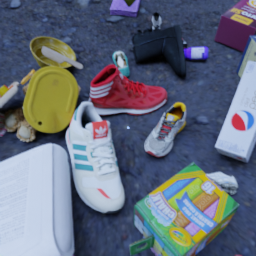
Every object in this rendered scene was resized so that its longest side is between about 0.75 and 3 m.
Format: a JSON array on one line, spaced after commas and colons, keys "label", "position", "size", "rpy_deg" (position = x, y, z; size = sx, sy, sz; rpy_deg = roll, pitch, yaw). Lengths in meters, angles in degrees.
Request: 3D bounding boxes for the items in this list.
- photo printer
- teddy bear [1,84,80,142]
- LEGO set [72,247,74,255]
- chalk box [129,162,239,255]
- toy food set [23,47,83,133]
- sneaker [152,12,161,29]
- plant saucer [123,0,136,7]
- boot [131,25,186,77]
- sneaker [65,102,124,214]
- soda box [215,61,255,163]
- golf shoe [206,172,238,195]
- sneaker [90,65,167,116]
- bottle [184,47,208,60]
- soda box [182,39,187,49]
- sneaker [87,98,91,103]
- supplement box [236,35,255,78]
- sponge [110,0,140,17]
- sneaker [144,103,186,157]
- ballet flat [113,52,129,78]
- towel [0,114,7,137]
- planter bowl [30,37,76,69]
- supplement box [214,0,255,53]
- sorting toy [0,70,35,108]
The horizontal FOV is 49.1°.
[{"label": "photo printer", "position": [-2.277, 1.856, 5.779], "size": [2.317, 0.967, 2.785], "rpy_deg": [-23, 44, 5]}, {"label": "teddy bear", "position": [-2.595, -0.637, 8.542], "size": [1.811, 0.834, 2.497], "rpy_deg": [13, 60, 19]}, {"label": "LEGO set", "position": [-0.940, 2.663, 5.471], "size": [1.433, 0.659, 0.534], "rpy_deg": [6, 69, 35]}, {"label": "chalk box", "position": [0.980, 2.032, 5.902], "size": [2.148, 1.341, 1.331], "rpy_deg": [-32, 57, -22]}, {"label": "toy food set", "position": [-2.116, -0.942, 7.886], "size": [1.325, 0.736, 2.253], "rpy_deg": [16, 80, -17]}, {"label": "sneaker", "position": [1.232, -4.673, 11.842], "size": [0.417, 0.635, 1.104], "rpy_deg": [2, 51, 2]}, {"label": "plant saucer", "position": [0.120, -5.935, 9.642], "size": [0.579, 2.413, 2.417], "rpy_deg": [13, 78, 31]}, {"label": "boot", "position": [1.095, -2.673, 10.050], "size": [1.795, 0.811, 2.191], "rpy_deg": [-9, 72, 11]}, {"label": "sneaker", "position": [-0.816, 0.602, 6.872], "size": [1.031, 1.369, 2.929], "rpy_deg": [-5, 49, -27]}, {"label": "soda box", "position": [3.169, -0.421, 7.408], "size": [0.800, 0.856, 2.512], "rpy_deg": [21, 84, 30]}, {"label": "golf shoe", "position": [2.206, 1.336, 7.141], "size": [1.108, 0.434, 0.538], "rpy_deg": [15, 35, 5]}, {"label": "sneaker", "position": [0.065, -1.158, 8.409], "size": [2.483, 1.434, 0.973], "rpy_deg": [-12, 51, -12]}, {"label": "bottle", "position": [2.379, -2.736, 10.365], "size": [1.097, 0.358, 0.458], "rpy_deg": [1, 94, 15]}, {"label": "soda box", "position": [1.922, -3.349, 10.936], "size": [0.317, 0.354, 1.000], "rpy_deg": [-15, 53, -15]}, {"label": "sneaker", "position": [-0.901, -1.026, 9.057], "size": [0.488, 0.309, 0.868], "rpy_deg": [39, 83, -8]}, {"label": "supplement box", "position": [5.115, -1.822, 8.941], "size": [2.194, 1.474, 2.196], "rpy_deg": [-7, 50, -6]}, {"label": "sponge", "position": [-0.067, -5.870, 13.035], "size": [1.201, 0.321, 2.152], "rpy_deg": [7, 51, 5]}, {"label": "sneaker", "position": [1.054, 0.004, 7.899], "size": [0.753, 0.795, 1.934], "rpy_deg": [23, 55, 19]}, {"label": "ballet flat", "position": [-0.259, -2.417, 10.042], "size": [0.499, 0.521, 1.481], "rpy_deg": [-15, 52, -2]}, {"label": "towel", "position": [-3.865, -0.109, 8.432], "size": [0.599, 0.122, 0.818], "rpy_deg": [12, 52, 9]}, {"label": "planter bowl", "position": [-2.704, -2.432, 9.837], "size": [1.579, 0.658, 1.579], "rpy_deg": [19, 44, -19]}, {"label": "supplement box", "position": [4.855, -4.222, 11.134], "size": [1.469, 1.140, 2.662], "rpy_deg": [35, 59, 25]}, {"label": "sorting toy", "position": [-3.727, -0.854, 8.064], "size": [2.584, 0.352, 1.455], "rpy_deg": [-45, 25, -5]}]
